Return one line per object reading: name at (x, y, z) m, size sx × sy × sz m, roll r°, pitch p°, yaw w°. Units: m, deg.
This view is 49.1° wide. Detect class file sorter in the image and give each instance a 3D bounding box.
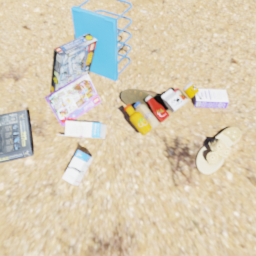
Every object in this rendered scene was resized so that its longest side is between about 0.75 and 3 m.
file sorter at (-0.955, -3.882, 12.053) m, size 1.992 × 2.871 × 1.761 m, roll 24°, pitch 53°, yaw 18°

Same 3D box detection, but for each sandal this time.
sandal at (3.222, 0.572, 9.765) m, size 0.881 × 0.790 × 2.403 m, roll 37°, pitch 60°, yaw 26°

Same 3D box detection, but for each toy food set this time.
toy food set at (1.161, -0.923, 10.107) m, size 2.609 × 1.245 × 1.174 m, roll -39°, pitch 85°, yaw -4°

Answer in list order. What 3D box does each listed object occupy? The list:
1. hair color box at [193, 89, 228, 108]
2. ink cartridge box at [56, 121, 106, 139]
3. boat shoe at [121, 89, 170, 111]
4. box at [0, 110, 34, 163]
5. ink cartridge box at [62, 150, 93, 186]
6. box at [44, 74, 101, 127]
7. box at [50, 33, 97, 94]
hair color box at (3.353, -1.200, 11.444) m, size 1.299 × 0.421 × 0.710 m, roll 4°, pitch 52°, yaw 0°
ink cartridge box at (-1.660, 0.070, 9.993) m, size 1.585 × 0.912 × 0.538 m, roll 3°, pitch 85°, yaw 6°
boat shoe at (0.788, -1.122, 11.245) m, size 2.144 × 0.772 × 0.724 m, roll 10°, pitch 14°, yaw 5°
box at (-4.326, 0.299, 10.145) m, size 1.525 × 0.493 × 1.933 m, roll -14°, pitch 54°, yaw -12°
ink cartridge box at (-1.609, 1.294, 8.987) m, size 0.428 × 0.735 × 1.017 m, roll 26°, pitch 79°, yaw 10°
box at (-2.076, -1.081, 10.768) m, size 1.859 × 1.272 × 0.364 m, roll -36°, pitch 28°, yaw -24°
box at (-2.171, -2.300, 10.875) m, size 0.496 × 2.486 × 1.702 m, roll 43°, pitch 54°, yaw 12°
